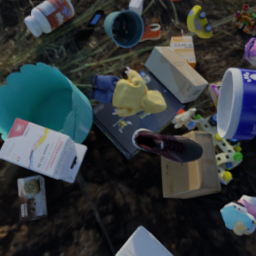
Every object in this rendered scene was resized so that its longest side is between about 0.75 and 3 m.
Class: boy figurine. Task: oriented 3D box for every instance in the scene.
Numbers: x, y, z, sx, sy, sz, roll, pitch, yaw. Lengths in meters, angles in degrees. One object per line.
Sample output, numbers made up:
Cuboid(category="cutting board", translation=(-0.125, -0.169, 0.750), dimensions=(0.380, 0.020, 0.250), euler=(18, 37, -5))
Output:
Cuboid(category="boy figurine", translation=(0.015, -0.960, 7.741), dimensions=(2.202, 0.709, 1.369), euler=(14, 101, 10))

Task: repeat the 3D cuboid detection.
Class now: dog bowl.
Cuboid(category="dog bowl", translation=(2.651, -0.558, 6.738), dimensions=(0.665, 1.689, 1.689), euler=(5, 68, 6))

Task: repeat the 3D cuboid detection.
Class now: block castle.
Cuboid(category="block castle", translation=(5.348, -4.748, 12.259), dimensions=(0.876, 0.615, 1.311), euler=(-41, 73, -15))

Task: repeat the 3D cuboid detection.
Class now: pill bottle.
Cuboid(category="pill bottle", translation=(-3.389, -4.806, 12.027), dimensions=(1.955, 1.096, 1.096), euler=(-42, 74, -15))

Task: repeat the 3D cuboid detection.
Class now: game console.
Cuboid(category="game console", translation=(-1.251, -3.340, 9.146), dimensions=(0.155, 1.282, 0.756), euler=(49, 36, 3))

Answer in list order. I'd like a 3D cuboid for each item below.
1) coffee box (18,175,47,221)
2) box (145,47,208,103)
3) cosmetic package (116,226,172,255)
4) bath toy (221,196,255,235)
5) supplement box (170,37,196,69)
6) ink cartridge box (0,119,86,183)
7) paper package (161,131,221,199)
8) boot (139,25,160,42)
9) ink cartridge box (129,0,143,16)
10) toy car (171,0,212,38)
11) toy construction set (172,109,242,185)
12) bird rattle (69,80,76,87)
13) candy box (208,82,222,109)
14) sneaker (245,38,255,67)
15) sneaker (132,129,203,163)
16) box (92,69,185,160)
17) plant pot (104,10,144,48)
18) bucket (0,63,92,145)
Cuboid(category="coffee box", translation=(-3.201, 2.355, 9.364), dimensions=(0.756, 0.534, 1.337), euler=(-10, 68, -4))
Cuboid(category="box", translation=(1.798, -2.050, 10.644), dimensions=(1.063, 0.870, 2.239), euler=(-19, 61, -46))
Cuboid(category="cosmetic package", translation=(0.286, 4.285, 7.858), dimensions=(1.821, 1.832, 2.189), euler=(40, 72, 16))
Cuboid(category="bath toy", translation=(2.932, 2.066, 6.824), dimensions=(0.658, 1.781, 0.775), euler=(-30, 72, 34))
Cuboid(category="supplement box", translation=(2.259, -3.093, 11.629), dimensions=(0.861, 0.502, 1.366), euler=(-3, 68, -1))
Cuboid(category="ink cartridge box", translation=(-1.831, 0.515, 6.137), dimensions=(1.609, 0.543, 0.937), euler=(18, 75, 6))
Cuboid(category="paper package", translation=(1.941, 1.260, 9.107), dimensions=(0.958, 1.766, 1.852), euler=(12, 64, -31))
Cuboid(category="boot", translation=(0.727, -4.091, 11.945), dimensions=(1.336, 0.717, 0.501), euler=(-7, 69, -1))
Cuboid(category="ink cartridge box", translation=(0.328, -5.143, 12.214), dimensions=(0.419, 0.994, 0.726), euler=(18, 69, 7))
Cuboid(category="toy car", translation=(1.822, -4.268, 8.913), dimensions=(0.619, 2.611, 2.774), euler=(-32, 80, 6))
Cuboid(category="toy construction set", translation=(2.784, 0.534, 9.767), dimensions=(1.931, 1.357, 2.945), euler=(-29, 81, -13))
Cuboid(category="bird rattle", translation=(-2.704, -1.322, 10.819), dimensions=(1.446, 0.815, 1.179), euler=(-11, 84, -1))
Cuboid(category="candy box", translation=(3.787, -1.091, 10.861), dimensions=(0.846, 0.409, 1.450), euler=(-14, 70, -6))
Cuboid(category="sneaker", translation=(3.681, -2.068, 7.646), dimensions=(1.060, 2.398, 0.964), euler=(37, 106, 18))
Cuboid(category="sneaker", translation=(1.036, 0.534, 7.372), dimensions=(1.975, 1.141, 0.747), euler=(11, 91, 5))
Cuboid(category="box", translation=(0.324, -0.576, 10.462), dimensions=(2.881, 0.735, 2.272), euler=(-39, 74, -15))
Cuboid(category="plant pot", translation=(-0.249, -3.524, 9.815), dimensions=(1.209, 1.209, 1.184), euler=(-28, 33, -11))
Cuboid(category="bucket", translation=(-2.730, -0.487, 9.435), dimensions=(2.962, 1.927, 2.962), euler=(-5, 74, 17))
